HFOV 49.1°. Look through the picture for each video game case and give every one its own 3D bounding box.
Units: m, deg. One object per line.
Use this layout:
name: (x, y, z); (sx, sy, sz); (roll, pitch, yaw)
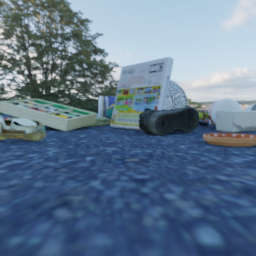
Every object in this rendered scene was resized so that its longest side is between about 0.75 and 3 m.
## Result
video game case: (0.380, -1.096, 9.542); (0.292, 2.323, 2.552); (14, -5, -37)

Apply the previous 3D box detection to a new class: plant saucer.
plant saucer: (2.052, 0.235, 5.567); (1.093, 0.176, 1.093); (0, 5, 0)

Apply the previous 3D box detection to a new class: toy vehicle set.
toy vehicle set: (-2.806, -0.533, 9.993); (2.885, 0.383, 1.793); (14, 15, 22)

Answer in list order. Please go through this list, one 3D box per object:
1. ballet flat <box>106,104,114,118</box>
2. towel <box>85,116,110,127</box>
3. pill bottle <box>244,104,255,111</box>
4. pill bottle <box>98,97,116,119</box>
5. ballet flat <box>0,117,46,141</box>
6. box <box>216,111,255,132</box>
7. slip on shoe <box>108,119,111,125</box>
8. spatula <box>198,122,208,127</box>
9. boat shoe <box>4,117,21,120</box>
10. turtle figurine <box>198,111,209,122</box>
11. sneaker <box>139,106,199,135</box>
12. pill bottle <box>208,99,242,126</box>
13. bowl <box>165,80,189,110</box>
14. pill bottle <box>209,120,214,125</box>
ballet flat: (-0.140, -0.914, 12.230); (0.754, 0.754, 2.134); (-3, -6, -42)
towel: (-2.043, -0.285, 11.638); (2.286, 0.417, 1.696); (-4, 6, -44)
pill bottle: (6.381, -0.677, 13.234); (0.988, 0.988, 1.706); (-1, 4, -17)
pill bottle: (-0.459, -1.072, 15.971); (2.441, 1.412, 1.412); (0, 4, -8)
ballet flat: (-2.474, -0.009, 5.828); (1.468, 0.519, 0.519); (4, 3, -9)
box: (3.780, -0.226, 8.946); (1.892, 0.647, 0.777); (-2, 5, -23)
slip on shoe: (-0.664, -0.307, 12.522); (1.142, 0.346, 0.434); (1, 4, 15)
spatula: (2.760, -0.255, 11.890); (0.166, 0.456, 1.615); (7, 5, -37)
boat shoe: (-3.769, -0.184, 9.883); (0.433, 0.493, 1.385); (-3, 3, 43)
turtle figurine: (3.698, -0.567, 14.059); (1.530, 0.611, 1.898); (-2, 1, -19)
sneaker: (1.120, -0.251, 8.157); (2.085, 0.797, 1.195); (-10, 15, -37)
pill bottle: (3.547, -0.535, 10.428); (1.058, 1.058, 1.931); (1, 3, 12)
bowl: (1.241, -0.843, 10.960); (2.011, 2.011, 0.944); (3, 23, 40)
pill bottle: (4.128, -0.395, 12.536); (0.906, 0.525, 0.525); (1, 4, 6)
